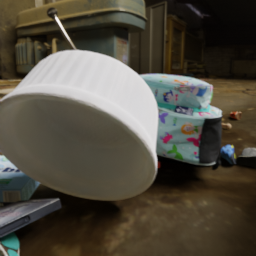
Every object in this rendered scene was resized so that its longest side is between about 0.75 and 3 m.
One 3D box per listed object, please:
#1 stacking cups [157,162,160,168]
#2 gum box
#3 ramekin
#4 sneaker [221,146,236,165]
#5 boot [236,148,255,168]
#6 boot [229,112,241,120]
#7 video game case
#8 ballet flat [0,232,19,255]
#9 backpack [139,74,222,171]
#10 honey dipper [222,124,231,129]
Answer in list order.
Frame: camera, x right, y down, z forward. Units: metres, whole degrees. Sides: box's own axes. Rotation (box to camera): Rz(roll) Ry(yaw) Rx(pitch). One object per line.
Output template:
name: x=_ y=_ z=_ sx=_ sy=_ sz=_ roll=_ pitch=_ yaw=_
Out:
stacking cups: x=0.273 y=0.918 z=7.250 sx=1.102 sy=0.333 sz=0.333 roll=3 pitch=13 yaw=3
gum box: x=-2.782 y=1.102 z=6.146 sx=1.597 sy=0.419 sz=1.879 roll=0 pitch=13 yaw=0
ramekin: x=-0.792 y=0.016 z=5.021 sx=2.812 sy=2.812 sz=1.371 roll=3 pitch=48 yaw=14
sneaker: x=2.760 y=0.771 z=7.814 sx=0.434 sy=0.365 sz=1.108 roll=-8 pitch=10 yaw=19
boot: x=3.480 y=0.819 z=7.690 sx=0.889 sy=0.355 sz=0.978 roll=12 pitch=11 yaw=36
boot: x=5.168 y=-0.588 z=13.584 sx=0.522 sy=0.365 sz=0.973 roll=3 pitch=5 yaw=29
video game case: x=-2.146 y=1.475 z=3.988 sx=1.406 sy=0.187 sz=1.968 roll=-16 pitch=2 yaw=43
ballet flat: x=-1.637 y=1.721 z=3.746 sx=0.348 sy=0.348 sz=1.002 roll=-8 pitch=17 yaw=-30
backpack: x=0.837 y=-0.226 z=7.196 sx=2.996 sy=2.256 sz=2.660 roll=2 pitch=8 yaw=19
honey dipper: x=3.603 y=-0.254 z=12.200 sx=0.384 sy=0.384 sz=2.021 roll=-8 pitch=20 yaw=-31
